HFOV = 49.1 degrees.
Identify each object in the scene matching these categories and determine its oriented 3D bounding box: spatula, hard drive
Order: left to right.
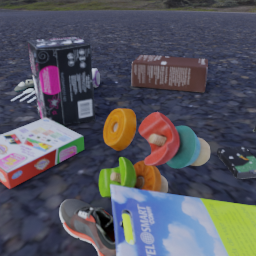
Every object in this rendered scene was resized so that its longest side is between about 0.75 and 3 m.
[{"bbox_3d":[-3.231,-1.106,9.298,0.831,0.096,1.195,8,28,13],"label":"spatula"},{"bbox_3d":[2.287,0.683,5.678,0.629,0.170,0.900,-4,27,-9],"label":"hard drive"}]

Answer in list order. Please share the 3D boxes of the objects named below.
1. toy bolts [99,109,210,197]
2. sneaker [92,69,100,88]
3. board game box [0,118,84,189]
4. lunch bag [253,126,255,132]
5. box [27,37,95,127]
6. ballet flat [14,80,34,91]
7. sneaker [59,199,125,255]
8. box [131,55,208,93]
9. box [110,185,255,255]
[{"bbox_3d":[0.441,0.346,4.464,1.131,1.631,1.558,18,54,-34],"label":"toy bolts"},{"bbox_3d":[-1.545,-1.630,9.666,0.918,0.690,1.843,6,28,13],"label":"sneaker"},{"bbox_3d":[-2.038,0.417,5.850,1.361,0.359,1.778,23,35,34],"label":"board game box"},{"bbox_3d":[3.520,-0.250,5.517,1.661,1.393,1.157,19,12,24],"label":"lunch bag"},{"bbox_3d":[-1.701,-1.207,7.294,1.364,2.064,1.184,-14,31,-25],"label":"box"},{"bbox_3d":[-3.650,-1.541,9.944,0.296,0.280,0.878,22,34,36],"label":"ballet flat"},{"bbox_3d":[-0.452,1.302,3.970,1.481,0.607,0.571,23,35,38],"label":"sneaker"},{"bbox_3d":[1.511,-1.996,10.125,2.592,0.971,1.298,8,28,12],"label":"box"},{"bbox_3d":[0.899,1.416,3.220,2.317,0.552,1.413,11,25,-13],"label":"box"}]
